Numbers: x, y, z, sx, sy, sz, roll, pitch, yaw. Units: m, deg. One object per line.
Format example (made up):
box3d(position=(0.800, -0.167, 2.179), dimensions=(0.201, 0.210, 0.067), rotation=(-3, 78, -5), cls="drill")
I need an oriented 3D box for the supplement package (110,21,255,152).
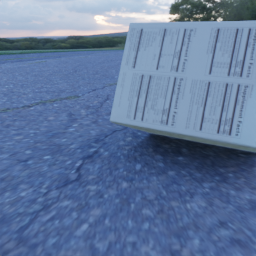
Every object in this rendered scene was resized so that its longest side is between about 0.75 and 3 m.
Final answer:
box3d(position=(1.564, -0.816, 6.120), dimensions=(2.919, 2.199, 2.215), rotation=(11, -2, 27), cls="supplement package")
